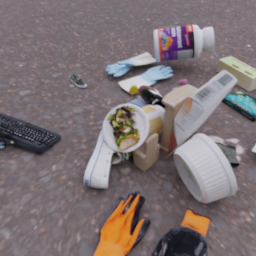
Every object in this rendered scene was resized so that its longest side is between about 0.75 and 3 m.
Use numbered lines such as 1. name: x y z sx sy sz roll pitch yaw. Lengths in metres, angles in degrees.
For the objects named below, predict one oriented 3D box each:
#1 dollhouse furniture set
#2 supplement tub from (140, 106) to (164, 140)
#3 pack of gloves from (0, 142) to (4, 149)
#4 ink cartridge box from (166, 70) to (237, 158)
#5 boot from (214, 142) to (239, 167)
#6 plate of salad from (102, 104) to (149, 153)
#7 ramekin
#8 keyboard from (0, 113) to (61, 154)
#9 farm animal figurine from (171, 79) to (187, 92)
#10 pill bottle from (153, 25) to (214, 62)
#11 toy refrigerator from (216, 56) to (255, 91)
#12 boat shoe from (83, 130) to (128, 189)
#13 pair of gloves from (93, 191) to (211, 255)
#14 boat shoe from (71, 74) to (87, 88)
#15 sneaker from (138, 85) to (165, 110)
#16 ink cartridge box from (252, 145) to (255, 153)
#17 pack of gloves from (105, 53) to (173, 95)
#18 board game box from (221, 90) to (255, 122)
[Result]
1. dollhouse furniture set: 0.362 -0.564 8.810 2.706 1.766 2.555 31 48 33
2. supplement tub: 0.463 -0.122 8.450 1.359 0.983 0.983 -20 43 -38
3. pack of gloves: -4.850 0.315 8.844 1.884 0.372 1.583 -21 43 -23
4. ink cartridge box: 1.897 -0.359 8.026 0.596 2.379 1.930 45 52 12
5. boot: 2.738 0.794 8.214 1.019 0.345 0.665 8 47 2
6. plate of salad: -0.110 -0.018 7.579 1.358 0.326 1.358 -5 76 20
7. ramekin: 1.814 1.062 6.966 0.809 1.737 1.737 -26 44 -7
8. keyboard: -3.624 0.040 8.873 2.764 0.548 1.438 17 35 18
9. farm animal figurine: 1.909 -0.992 9.688 0.681 1.094 1.354 -7 40 -36
10. pill bottle: 2.379 -3.673 12.116 2.468 1.375 1.375 -5 39 8
11. toy refrigerator: 4.709 -2.347 11.839 0.730 0.673 1.924 -18 43 -21
12. boat shoe: -0.452 0.746 7.936 0.961 0.832 2.253 11 44 7
13. pair of gloves: 0.514 2.501 6.173 2.370 0.293 2.111 17 49 17
14. boat shoe: -2.093 -1.960 11.627 0.968 0.343 0.349 32 49 33
15. sneaker: 0.878 -0.919 9.295 1.611 0.569 0.787 45 14 22
16. ink cartridge box: 4.546 0.659 8.396 1.275 0.394 1.572 27 47 29
17. pack of gloves: 0.501 -2.575 11.982 2.625 0.518 2.205 -27 50 -28
18. board game box: 4.386 -0.856 10.383 1.050 0.219 1.553 -21 44 -23
